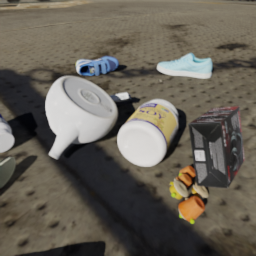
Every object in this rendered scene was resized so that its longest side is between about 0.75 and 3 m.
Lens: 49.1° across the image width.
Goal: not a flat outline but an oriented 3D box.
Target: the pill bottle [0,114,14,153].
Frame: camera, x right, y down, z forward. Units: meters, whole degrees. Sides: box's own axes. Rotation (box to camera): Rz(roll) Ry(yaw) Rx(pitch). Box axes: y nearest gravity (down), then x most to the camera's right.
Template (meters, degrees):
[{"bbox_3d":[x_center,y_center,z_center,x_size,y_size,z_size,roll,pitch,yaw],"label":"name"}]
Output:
[{"bbox_3d":[-4.536,0.057,9.441,0.946,0.946,1.635,-22,47,-32],"label":"pill bottle"}]

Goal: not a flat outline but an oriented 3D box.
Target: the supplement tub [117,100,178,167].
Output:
[{"bbox_3d":[0.726,0.078,8.999,1.536,1.536,2.113,12,33,19],"label":"supplement tub"}]

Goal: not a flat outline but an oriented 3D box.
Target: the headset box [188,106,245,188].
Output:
[{"bbox_3d":[2.567,0.411,7.806,0.887,1.709,2.297,-2,12,35],"label":"headset box"}]

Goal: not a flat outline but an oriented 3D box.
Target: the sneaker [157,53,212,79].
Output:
[{"bbox_3d":[3.067,-3.509,15.219,2.972,1.218,1.099,8,31,13],"label":"sneaker"}]

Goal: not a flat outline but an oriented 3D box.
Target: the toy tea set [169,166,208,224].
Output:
[{"bbox_3d":[1.500,1.695,7.303,1.060,0.660,1.783,47,25,7],"label":"toy tea set"}]

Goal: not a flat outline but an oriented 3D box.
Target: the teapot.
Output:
[{"bbox_3d":[-1.757,-0.395,9.614,2.617,1.911,2.583,0,45,-49],"label":"teapot"}]

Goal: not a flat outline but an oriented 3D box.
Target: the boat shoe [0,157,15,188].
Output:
[{"bbox_3d":[-3.869,1.440,7.538,0.712,0.756,2.106,14,36,14],"label":"boat shoe"}]

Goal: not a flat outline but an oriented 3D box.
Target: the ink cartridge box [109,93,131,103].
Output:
[{"bbox_3d":[-0.546,-1.222,11.911,1.280,0.280,1.292,-10,2,7],"label":"ink cartridge box"}]

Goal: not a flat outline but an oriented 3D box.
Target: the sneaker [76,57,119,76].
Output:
[{"bbox_3d":[-1.681,-3.277,15.242,2.377,0.879,0.978,-8,32,2],"label":"sneaker"}]
